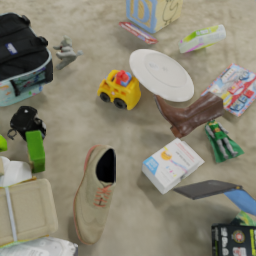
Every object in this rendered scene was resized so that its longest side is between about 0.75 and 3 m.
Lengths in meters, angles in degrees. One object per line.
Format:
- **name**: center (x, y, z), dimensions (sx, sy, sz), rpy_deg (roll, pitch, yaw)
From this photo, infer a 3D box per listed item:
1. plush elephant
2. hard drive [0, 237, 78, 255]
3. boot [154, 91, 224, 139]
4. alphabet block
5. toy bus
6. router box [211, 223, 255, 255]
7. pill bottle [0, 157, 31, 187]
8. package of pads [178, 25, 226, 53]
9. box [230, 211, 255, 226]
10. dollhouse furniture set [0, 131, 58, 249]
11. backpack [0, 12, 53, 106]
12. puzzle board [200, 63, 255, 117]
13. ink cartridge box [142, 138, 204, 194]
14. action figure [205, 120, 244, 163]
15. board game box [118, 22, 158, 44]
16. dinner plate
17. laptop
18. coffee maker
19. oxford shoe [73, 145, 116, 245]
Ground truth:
- **plush elephant**: center (-2.270, -2.796, 10.053), dimensions (1.093, 0.901, 0.847), rpy_deg (-29, 76, -18)
- **hard drive**: center (-2.709, 3.053, 6.053), dimensions (2.755, 0.521, 1.925), rpy_deg (12, 26, 8)
- **boot**: center (1.827, -0.707, 8.298), dimensions (1.739, 0.559, 1.621), rpy_deg (-32, 103, 9)
- **alphabet block**: center (1.065, -5.190, 11.397), dimensions (1.696, 1.657, 1.666), rpy_deg (-39, 66, -21)
- **toy bus**: center (-0.323, -1.412, 9.093), dimensions (1.368, 1.313, 0.928), rpy_deg (24, 61, 17)
- **router box**: center (2.679, 3.167, 6.286), dimensions (1.407, 0.583, 1.878), rpy_deg (3, 68, 1)
- **pill bottle**: center (-3.807, 1.349, 7.273), dimensions (2.234, 1.272, 1.272), rpy_deg (3, 57, 1)
- **package of pads**: center (2.687, -3.222, 10.230), dimensions (1.183, 1.532, 0.522), rpy_deg (-17, 97, -10)
- **box**: center (2.825, 2.731, 7.005), dimensions (1.101, 0.200, 0.795), rpy_deg (-37, 64, -22)
- **dollhouse furniture set**: center (-2.825, 1.558, 6.953), dimensions (1.707, 1.308, 2.606), rpy_deg (-9, 72, -22)
- **backpack**: center (-4.157, -1.966, 8.776), dimensions (2.903, 2.186, 2.578), rpy_deg (-31, 74, -30)
- **puzzle board**: center (3.648, -1.370, 9.528), dimensions (1.470, 0.170, 1.950), rpy_deg (37, 67, 27)
- **ink cartridge box**: center (1.326, 0.974, 7.951), dimensions (1.651, 0.560, 0.951), rpy_deg (-33, 63, -20)
- **action figure**: center (2.776, 0.262, 8.548), dimensions (0.885, 0.410, 1.498), rpy_deg (-16, 54, -6)
- **board game box**: center (0.404, -3.716, 10.917), dimensions (1.485, 0.144, 0.764), rpy_deg (37, 32, 14)
- **dinner plate**: center (1.210, -1.883, 9.389), dimensions (2.477, 0.300, 2.477), rpy_deg (16, 45, -17)
- **laptop**: center (2.176, 1.805, 6.584), dimensions (1.730, 1.620, 1.003), rpy_deg (-11, 85, -7)
- **coffee maker**: center (-2.974, 0.035, 8.232), dimensions (0.738, 1.095, 1.052), rpy_deg (39, 70, 20)
- **oxford shoe**: center (-0.774, 1.596, 6.818), dimensions (0.867, 0.921, 2.462), rpy_deg (9, 79, -23)
